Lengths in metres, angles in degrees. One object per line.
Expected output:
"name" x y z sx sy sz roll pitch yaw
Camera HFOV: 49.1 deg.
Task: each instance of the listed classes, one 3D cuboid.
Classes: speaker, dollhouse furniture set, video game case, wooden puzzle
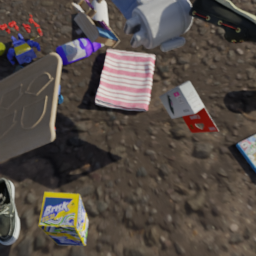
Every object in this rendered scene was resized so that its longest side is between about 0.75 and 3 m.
"speaker" -1.254 -4.895 12.488 0.709 0.709 1.746 -6 63 -3
"dollhouse furniture set" -0.593 -4.380 9.658 2.424 1.582 2.289 -41 82 24
"video game case" 5.164 0.779 9.790 2.223 0.198 1.591 -24 64 -12
"wooden puzzle" -2.316 -0.405 6.407 2.068 0.517 2.232 -20 57 24

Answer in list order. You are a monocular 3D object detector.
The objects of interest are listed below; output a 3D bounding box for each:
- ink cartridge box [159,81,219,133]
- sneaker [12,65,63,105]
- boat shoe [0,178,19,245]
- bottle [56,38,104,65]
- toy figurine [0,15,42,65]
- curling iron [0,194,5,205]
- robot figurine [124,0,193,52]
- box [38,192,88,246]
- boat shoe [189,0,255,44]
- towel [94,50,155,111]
"ink cartridge box" 1.635 -0.435 7.930 0.382 1.755 1.523 -31 93 -10
"sneaker" -3.531 -1.402 10.705 2.433 0.891 0.997 32 87 19
"boat shoe" -3.851 2.523 8.574 0.730 0.718 2.025 -16 63 -8
"bottle" -1.973 -3.295 11.684 1.938 0.633 0.810 -24 63 -12
"toy figurine" -4.525 -3.204 11.321 2.539 1.339 1.521 -27 71 -13
"curling iron" -4.347 2.399 8.484 1.652 0.211 0.410 -25 35 23
"robot figurine" 1.021 -3.291 8.613 2.283 1.289 1.936 -28 95 -8
"box" -1.389 2.153 6.394 0.760 2.169 0.697 3 58 -1
"boat shoe" 3.047 -2.801 7.729 2.893 0.907 1.058 35 30 11
"towel" -0.076 -1.985 11.121 2.084 0.426 2.848 8 62 3
